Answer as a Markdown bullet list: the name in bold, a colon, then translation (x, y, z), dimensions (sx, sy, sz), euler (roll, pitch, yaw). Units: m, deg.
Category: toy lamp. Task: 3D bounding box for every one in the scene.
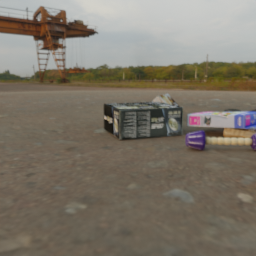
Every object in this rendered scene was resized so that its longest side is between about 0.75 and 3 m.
- **toy lamp**: translation (3.150, 0.439, 9.379), dimensions (2.402, 0.699, 0.699), euler (2, 11, 2)

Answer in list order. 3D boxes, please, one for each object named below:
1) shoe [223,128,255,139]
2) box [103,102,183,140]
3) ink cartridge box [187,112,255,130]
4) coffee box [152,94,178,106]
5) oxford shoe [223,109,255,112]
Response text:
- **shoe**: translation (4.674, 0.189, 11.270), dimensions (1.609, 0.429, 0.563), euler (3, 13, 16)
- **box**: translation (0.582, -0.391, 12.205), dimensions (2.835, 1.221, 2.322), euler (-4, 12, -21)
- **ink cartridge box**: translation (4.143, -0.347, 11.466), dimensions (1.772, 0.623, 2.970), euler (-9, 11, -43)
- **coffee box**: translation (2.272, -1.379, 17.313), dimensions (0.825, 1.183, 2.069), euler (-43, -9, 24)
- **oxford shoe**: translation (5.844, -0.287, 13.059), dimensions (2.714, 0.986, 1.146), euler (-3, 25, 3)
